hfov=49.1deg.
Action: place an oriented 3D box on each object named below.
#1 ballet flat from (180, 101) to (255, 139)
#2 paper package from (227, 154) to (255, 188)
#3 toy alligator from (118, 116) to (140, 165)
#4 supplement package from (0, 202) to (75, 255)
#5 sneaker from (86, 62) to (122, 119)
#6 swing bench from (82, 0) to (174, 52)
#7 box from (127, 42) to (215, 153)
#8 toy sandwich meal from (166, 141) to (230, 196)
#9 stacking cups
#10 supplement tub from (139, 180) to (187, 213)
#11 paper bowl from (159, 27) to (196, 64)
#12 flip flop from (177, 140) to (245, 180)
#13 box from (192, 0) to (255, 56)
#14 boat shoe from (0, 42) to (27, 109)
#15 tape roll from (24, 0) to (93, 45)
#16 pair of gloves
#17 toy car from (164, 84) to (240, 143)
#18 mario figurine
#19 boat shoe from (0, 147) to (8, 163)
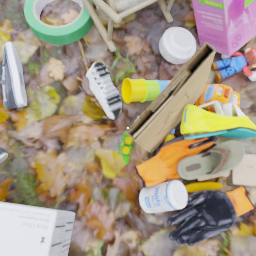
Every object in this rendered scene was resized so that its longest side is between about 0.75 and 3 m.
[{"bbox_3d":[2.508,-0.204,7.423,2.879,0.962,0.965,1,80,-35],"label":"ballet flat"},{"bbox_3d":[3.306,1.205,7.834,0.947,0.490,0.902,5,72,1],"label":"paper package"},{"bbox_3d":[-0.028,0.304,7.876,0.386,0.421,1.421,13,83,10],"label":"toy alligator"},{"bbox_3d":[-2.948,2.547,6.477,2.874,2.238,1.593,7,73,2],"label":"supplement package"},{"bbox_3d":[-0.742,-1.080,8.531,0.664,0.716,1.767,-20,89,-44],"label":"sneaker"},{"bbox_3d":[-0.103,-4.269,8.671,2.607,1.700,2.621,-32,81,-17],"label":"swing bench"},{"bbox_3d":[1.105,-0.481,6.839,0.315,2.958,2.418,41,90,15],"label":"box"},{"bbox_3d":[1.922,1.080,7.783,1.872,0.641,1.872,0,73,0],"label":"toy sandwich meal"},{"bbox_3d":[1.004,-1.138,8.130,2.324,0.703,0.703,-7,71,-24],"label":"stacking cups"},{"bbox_3d":[0.907,1.798,7.260,0.717,1.087,0.717,23,55,-39],"label":"supplement tub"},{"bbox_3d":[1.611,-2.671,8.880,1.160,0.603,1.160,4,73,-12],"label":"paper bowl"},{"bbox_3d":[2.133,0.818,7.094,1.844,0.531,0.748,-15,75,-7],"label":"flip flop"},{"bbox_3d":[3.185,-3.968,8.209,2.334,2.654,1.283,-38,44,-12],"label":"box"},{"bbox_3d":[-3.679,-1.617,8.629,0.739,0.782,2.181,-13,80,-5],"label":"boat shoe"},{"bbox_3d":[-2.293,-3.909,9.436,2.241,0.539,2.241,0,72,1],"label":"tape roll"},{"bbox_3d":[1.732,1.530,7.362,2.421,0.336,2.717,-26,84,-9],"label":"pair of gloves"},{"bbox_3d":[2.224,-0.200,8.038,1.371,0.930,2.795,34,74,10],"label":"toy car"},{"bbox_3d":[3.521,-1.953,8.871,1.678,0.889,1.036,-18,115,4],"label":"mario figurine"},{"bbox_3d":[-3.992,1.006,7.927,1.165,0.436,0.360,-41,78,-13],"label":"boat shoe"}]
